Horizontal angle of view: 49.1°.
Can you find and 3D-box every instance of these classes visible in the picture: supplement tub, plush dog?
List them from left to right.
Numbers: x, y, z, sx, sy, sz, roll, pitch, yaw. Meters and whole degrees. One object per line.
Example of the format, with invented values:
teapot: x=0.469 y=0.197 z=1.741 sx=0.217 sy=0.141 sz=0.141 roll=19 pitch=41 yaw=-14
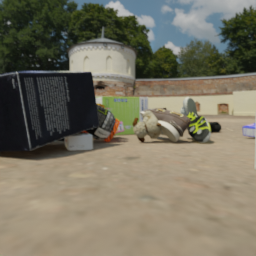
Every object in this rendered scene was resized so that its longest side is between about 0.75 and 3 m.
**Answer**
supplement tub: x=-1.265 y=-0.299 z=9.634 sx=1.793 sy=1.099 sz=1.099 roll=30 pitch=-4 yaw=-14
plush dog: x=0.607 y=0.019 z=9.404 sx=0.890 sy=1.036 sz=0.832 roll=-21 pitch=10 yaw=-8

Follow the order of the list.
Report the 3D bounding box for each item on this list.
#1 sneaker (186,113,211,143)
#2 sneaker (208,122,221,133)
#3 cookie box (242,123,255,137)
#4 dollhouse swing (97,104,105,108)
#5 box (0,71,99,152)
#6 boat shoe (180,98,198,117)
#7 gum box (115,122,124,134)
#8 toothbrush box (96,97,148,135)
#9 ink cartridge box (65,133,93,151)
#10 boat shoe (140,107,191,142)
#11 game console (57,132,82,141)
sneaker: x=2.606 y=0.049 z=10.093 sx=0.824 sy=0.813 sz=2.156 roll=40 pitch=13 yaw=-13
sneaker: x=4.228 y=-0.059 z=14.194 sx=1.060 sy=0.610 sz=2.032 roll=-1 pitch=1 yaw=11
cookie box: x=5.193 y=0.105 z=10.933 sx=0.901 sy=0.396 sz=1.053 roll=-12 pitch=12 yaw=-32
dollhouse swing: x=-1.095 y=-0.232 z=11.194 sx=1.074 sy=1.222 sz=1.111 roll=16 pitch=-9 yaw=-39
box: x=-2.831 y=-0.540 z=7.676 sx=2.915 sy=1.796 sz=2.891 roll=-3 pitch=9 yaw=26
boat shoe: x=2.927 y=-0.696 z=13.691 sx=0.753 sy=0.737 sz=2.114 roll=12 pitch=-29 yaw=36
gum box: x=-0.698 y=0.075 z=11.020 sx=0.684 sy=0.398 sz=1.205 roll=-11 pitch=-3 yaw=-21
toothbrush box: x=-0.309 y=-0.560 z=13.051 sx=2.385 sy=1.737 sz=1.027 roll=-2 pitch=4 yaw=-27
ink cartridge box: x=-1.438 y=0.376 z=8.095 sx=0.705 sy=0.405 sz=0.972 roll=-2 pitch=5 yaw=-18
boat shoe: x=1.302 y=-0.290 z=10.327 sx=0.831 sy=1.003 sz=2.791 roll=-41 pitch=21 yaw=-7
game console: x=-2.235 y=0.243 z=11.503 sx=1.634 sy=0.334 sz=2.769 roll=2 pitch=5 yaw=28
